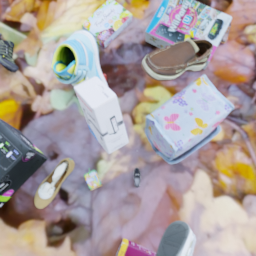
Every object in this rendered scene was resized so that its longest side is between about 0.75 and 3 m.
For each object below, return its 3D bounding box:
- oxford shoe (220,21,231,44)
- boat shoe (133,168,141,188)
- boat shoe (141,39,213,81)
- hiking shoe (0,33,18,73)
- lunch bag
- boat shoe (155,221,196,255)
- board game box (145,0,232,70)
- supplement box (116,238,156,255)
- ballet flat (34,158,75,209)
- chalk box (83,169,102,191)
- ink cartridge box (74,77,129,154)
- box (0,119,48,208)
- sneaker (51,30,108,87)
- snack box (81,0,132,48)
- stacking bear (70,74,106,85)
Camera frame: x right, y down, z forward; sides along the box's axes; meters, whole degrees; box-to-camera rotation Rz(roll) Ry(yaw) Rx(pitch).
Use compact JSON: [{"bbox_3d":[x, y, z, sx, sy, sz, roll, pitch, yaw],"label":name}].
[{"bbox_3d":[4.227,-4.254,12.203,0.424,0.433,1.188,11,76,1],"label":"oxford shoe"},{"bbox_3d":[0.338,1.882,10.617,0.286,0.234,0.775,3,75,1],"label":"boat shoe"},{"bbox_3d":[1.497,-2.120,8.010,2.717,1.005,1.004,-25,72,-42],"label":"boat shoe"},{"bbox_3d":[-5.153,-3.197,11.747,1.003,0.754,1.992,-44,78,-7],"label":"hiking shoe"},{"bbox_3d":[1.984,-0.075,9.771,2.450,2.889,1.837,-36,77,-9],"label":"lunch bag"},{"bbox_3d":[0.855,3.265,6.262,0.748,0.859,2.331,52,57,-31],"label":"boat shoe"},{"bbox_3d":[2.467,-4.110,11.757,2.900,0.932,2.139,27,85,9],"label":"board game box"},{"bbox_3d":[0.572,4.906,9.278,2.329,1.202,1.525,22,76,6],"label":"supplement box"},{"bbox_3d":[-2.812,1.991,10.356,0.740,0.680,2.157,31,77,8],"label":"ballet flat"},{"bbox_3d":[-1.353,1.881,10.489,0.487,0.490,0.787,-26,75,-7],"label":"chalk box"},{"bbox_3d":[-0.698,-0.333,7.441,0.704,1.669,1.219,-30,45,-15],"label":"ink cartridge box"},{"bbox_3d":[-4.628,1.392,9.778,1.751,2.092,2.817,41,78,10],"label":"box"},{"bbox_3d":[-1.478,-1.376,8.458,1.103,1.811,2.774,-5,115,21],"label":"sneaker"},{"bbox_3d":[-0.907,-4.600,12.269,1.328,0.495,1.868,40,78,10],"label":"snack box"},{"bbox_3d":[-1.848,-1.884,11.326,1.683,0.957,1.022,25,57,17],"label":"stacking bear"}]
